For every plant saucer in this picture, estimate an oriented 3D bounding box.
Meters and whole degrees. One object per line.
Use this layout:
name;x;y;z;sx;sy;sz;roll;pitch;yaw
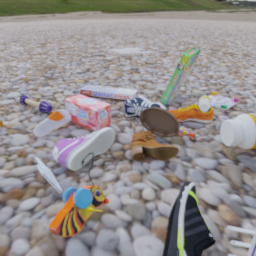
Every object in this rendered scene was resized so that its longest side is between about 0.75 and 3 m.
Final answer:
plant saucer;1.194;-0.241;10.455;1.583;1.583;0.254;13;54;23

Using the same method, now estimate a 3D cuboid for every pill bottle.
pill bottle;4.589;0.097;10.096;2.254;1.271;1.271;-4;28;-10
pill bottle;3.249;-1.010;11.890;0.502;0.502;0.890;7;27;14

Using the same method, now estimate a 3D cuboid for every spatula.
spatula;3.072;2.731;6.350;1.586;0.127;1.103;6;34;13

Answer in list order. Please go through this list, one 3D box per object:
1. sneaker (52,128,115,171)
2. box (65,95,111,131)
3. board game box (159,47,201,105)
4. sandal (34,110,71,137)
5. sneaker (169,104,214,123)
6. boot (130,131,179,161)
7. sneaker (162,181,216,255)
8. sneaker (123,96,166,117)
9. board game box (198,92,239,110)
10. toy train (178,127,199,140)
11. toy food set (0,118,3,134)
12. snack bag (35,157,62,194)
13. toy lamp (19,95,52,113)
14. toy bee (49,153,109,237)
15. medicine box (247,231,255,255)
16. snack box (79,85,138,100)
sneaker;-1.600;0.496;9.821;1.351;0.858;2.369;18;32;34
box;-1.722;-0.682;11.918;1.906;0.978;0.902;20;33;34
board game box;2.545;-2.543;13.725;0.387;2.661;1.791;33;37;12
sandal;-3.130;-0.181;11.393;1.672;0.641;0.479;-36;6;-28
sneaker;2.633;-0.697;12.155;2.086;0.805;0.761;-1;29;2
boot;0.889;0.589;9.892;1.643;0.630;1.275;-11;32;7
sneaker;1.433;2.349;6.329;1.022;0.885;2.468;17;44;6
sneaker;0.647;-0.761;12.287;1.209;0.781;2.229;-17;30;-29
board game box;4.584;-1.396;14.128;1.497;0.194;1.497;25;36;39
toy train;2.214;0.216;10.977;0.832;0.308;1.108;15;10;-26
toy food set;-5.650;-0.065;10.650;1.112;1.048;2.329;1;28;2
snack bag;-2.343;1.350;8.127;0.111;0.979;1.039;-38;39;-10
toy lamp;-4.345;-1.106;13.229;1.947;0.567;0.567;16;32;33
toy bee;-0.985;1.844;7.000;2.054;1.117;1.345;-53;29;-11
medicine box;2.908;2.760;3.433;1.489;2.635;2.893;-10;29;-28
snack box;-1.017;-1.886;14.799;2.926;0.356;1.052;8;23;15
